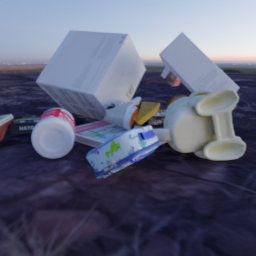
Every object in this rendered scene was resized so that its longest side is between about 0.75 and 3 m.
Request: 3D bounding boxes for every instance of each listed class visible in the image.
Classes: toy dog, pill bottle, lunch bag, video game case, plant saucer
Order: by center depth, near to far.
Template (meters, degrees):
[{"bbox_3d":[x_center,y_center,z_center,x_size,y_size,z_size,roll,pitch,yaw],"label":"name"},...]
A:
[{"bbox_3d":[-0.040,0.454,5.871,1.253,0.643,1.559,-31,-7,21],"label":"lunch bag"},{"bbox_3d":[-1.943,0.043,7.531,1.020,1.020,1.817,-2,17,-9],"label":"pill bottle"},{"bbox_3d":[1.777,-0.105,7.802,2.437,1.754,2.513,-21,12,6],"label":"toy dog"},{"bbox_3d":[-0.396,0.217,8.679,2.882,0.251,2.061,13,20,40],"label":"video game case"},{"bbox_3d":[0.497,-0.515,10.644,1.241,0.301,1.241,-38,23,-19],"label":"plant saucer"}]

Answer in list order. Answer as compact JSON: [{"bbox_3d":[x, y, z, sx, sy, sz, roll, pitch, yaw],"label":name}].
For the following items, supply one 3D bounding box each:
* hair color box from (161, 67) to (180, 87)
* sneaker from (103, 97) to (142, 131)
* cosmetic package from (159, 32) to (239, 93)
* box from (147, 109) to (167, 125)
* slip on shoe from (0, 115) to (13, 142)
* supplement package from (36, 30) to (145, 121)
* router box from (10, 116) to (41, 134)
[{"bbox_3d":[1.798,-2.231,10.219,0.405,1.267,0.703,-14,52,-41],"label":"hair color box"},{"bbox_3d":[-0.169,-0.622,9.381,1.073,0.883,2.333,13,15,6],"label":"sneaker"},{"bbox_3d":[2.206,-1.685,8.840,2.439,1.034,1.312,48,10,13],"label":"cosmetic package"},{"bbox_3d":[1.317,-0.444,11.122,1.111,0.351,1.409,0,15,1],"label":"box"},{"bbox_3d":[-3.774,0.126,7.882,0.701,0.579,1.894,-11,26,6],"label":"slip on shoe"},{"bbox_3d":[-1.345,-1.998,10.850,2.844,2.719,2.091,15,-22,30],"label":"supplement package"},{"bbox_3d":[-3.315,-0.137,9.857,1.437,0.375,1.130,-4,15,-16],"label":"router box"}]
